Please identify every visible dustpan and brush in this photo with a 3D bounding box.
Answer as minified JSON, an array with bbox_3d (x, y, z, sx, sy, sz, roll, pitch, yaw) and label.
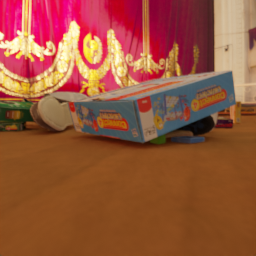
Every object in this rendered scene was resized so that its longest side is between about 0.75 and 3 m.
[{"bbox_3d":[-1.763,-0.768,10.787,2.866,0.820,2.000,-7,-10,-23],"label":"dustpan and brush"}]

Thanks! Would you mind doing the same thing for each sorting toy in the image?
[{"bbox_3d":[0.487,0.038,6.920,1.665,0.403,2.956,-2,4,-28],"label":"sorting toy"}]

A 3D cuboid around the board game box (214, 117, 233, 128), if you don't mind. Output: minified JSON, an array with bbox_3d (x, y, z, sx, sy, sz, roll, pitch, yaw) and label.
[{"bbox_3d":[3.265,-0.244,11.466,1.589,0.428,2.648,5,5,12],"label":"board game box"}]

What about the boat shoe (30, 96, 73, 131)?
[{"bbox_3d":[-2.458,-0.381,8.818,0.873,1.054,2.934,-14,3,4],"label":"boat shoe"}]

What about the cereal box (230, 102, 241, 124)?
[{"bbox_3d":[5.350,-0.780,14.003,0.293,1.067,1.483,0,3,11],"label":"cereal box"}]

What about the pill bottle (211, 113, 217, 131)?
[{"bbox_3d":[1.774,-0.399,8.778,1.021,1.021,1.816,-4,6,-44],"label":"pill bottle"}]

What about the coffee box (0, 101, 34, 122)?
[{"bbox_3d":[-4.080,-0.569,9.330,2.355,0.518,1.448,0,14,-45],"label":"coffee box"}]

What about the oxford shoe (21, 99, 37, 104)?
[{"bbox_3d":[-3.528,-0.628,11.547,2.455,0.906,0.869,14,8,15],"label":"oxford shoe"}]

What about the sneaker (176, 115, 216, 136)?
[{"bbox_3d":[1.475,-0.298,7.686,2.054,0.778,0.791,7,36,45],"label":"sneaker"}]

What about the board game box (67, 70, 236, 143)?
[{"bbox_3d":[0.484,-0.590,6.660,2.866,0.801,2.806,-20,15,-32],"label":"board game box"}]

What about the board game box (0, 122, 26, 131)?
[{"bbox_3d":[-4.760,-0.045,9.110,2.588,0.304,1.356,-1,2,-12],"label":"board game box"}]
